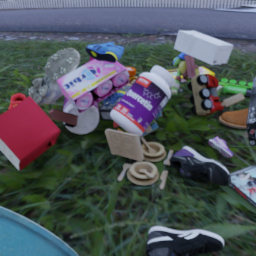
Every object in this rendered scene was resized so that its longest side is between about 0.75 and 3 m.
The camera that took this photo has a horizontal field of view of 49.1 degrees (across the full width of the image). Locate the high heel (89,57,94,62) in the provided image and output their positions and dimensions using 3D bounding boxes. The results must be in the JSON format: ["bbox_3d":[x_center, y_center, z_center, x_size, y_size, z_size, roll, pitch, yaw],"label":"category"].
[{"bbox_3d":[-1.094,-3.579,15.930,2.261,1.085,0.761,8,31,14],"label":"high heel"}]

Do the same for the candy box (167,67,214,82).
[{"bbox_3d":[3.312,-2.974,15.623,2.628,0.347,1.343,-9,33,-15],"label":"candy box"}]

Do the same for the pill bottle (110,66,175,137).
[{"bbox_3d":[0.492,-0.850,8.691,1.195,1.195,2.125,32,83,43],"label":"pill bottle"}]

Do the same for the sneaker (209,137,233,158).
[{"bbox_3d":[3.044,0.589,9.033,0.389,0.354,0.880,-35,52,-15],"label":"sneaker"}]

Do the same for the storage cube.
[{"bbox_3d":[-3.029,0.194,8.147,1.546,1.322,1.390,47,61,0],"label":"storage cube"}]

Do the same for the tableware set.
[{"bbox_3d":[0.596,0.972,8.619,1.366,0.414,2.066,8,31,14],"label":"tableware set"}]

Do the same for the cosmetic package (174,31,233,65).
[{"bbox_3d":[2.517,-2.729,9.461,0.949,0.683,1.682,-17,40,-41],"label":"cosmetic package"}]

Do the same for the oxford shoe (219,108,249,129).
[{"bbox_3d":[4.956,-0.619,10.814,2.970,1.058,1.059,-6,32,-7],"label":"oxford shoe"}]

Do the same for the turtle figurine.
[{"bbox_3d":[2.896,-1.959,13.210,2.552,2.632,1.894,46,26,26],"label":"turtle figurine"}]

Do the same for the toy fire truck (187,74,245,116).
[{"bbox_3d":[3.610,-1.394,11.529,1.843,1.623,1.186,-1,-13,-23],"label":"toy fire truck"}]

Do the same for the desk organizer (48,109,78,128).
[{"bbox_3d":[-2.158,-0.309,9.303,0.939,0.361,0.337,17,-24,-35],"label":"desk organizer"}]

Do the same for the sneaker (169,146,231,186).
[{"bbox_3d":[1.972,1.253,8.000,0.839,0.726,1.917,-26,30,-25],"label":"sneaker"}]

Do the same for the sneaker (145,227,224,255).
[{"bbox_3d":[1.140,2.585,5.731,1.575,0.576,0.881,0,32,16],"label":"sneaker"}]

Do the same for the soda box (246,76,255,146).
[{"bbox_3d":[3.216,-0.456,6.555,0.614,0.686,1.938,-2,40,33],"label":"soda box"}]

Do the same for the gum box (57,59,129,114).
[{"bbox_3d":[-1.086,-1.530,9.204,2.096,0.693,1.190,-34,54,-15],"label":"gum box"}]

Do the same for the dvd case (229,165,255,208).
[{"bbox_3d":[3.650,1.698,7.583,1.265,0.191,1.734,-13,31,-21],"label":"dvd case"}]

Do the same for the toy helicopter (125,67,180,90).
[{"bbox_3d":[1.027,-1.952,13.116,2.960,1.167,1.957,2,28,-9],"label":"toy helicopter"}]

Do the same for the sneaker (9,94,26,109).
[{"bbox_3d":[-3.914,-0.327,10.018,1.103,1.216,2.865,-11,36,-20],"label":"sneaker"}]

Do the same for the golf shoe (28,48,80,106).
[{"bbox_3d":[-2.486,-1.828,10.268,1.263,2.597,1.017,5,50,-57],"label":"golf shoe"}]

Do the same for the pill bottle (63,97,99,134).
[{"bbox_3d":[-1.853,-0.849,10.922,1.306,1.306,2.326,-5,31,-9],"label":"pill bottle"}]

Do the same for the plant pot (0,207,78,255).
[{"bbox_3d":[-2.288,2.711,3.580,2.759,2.759,2.592,7,45,13],"label":"plant pot"}]

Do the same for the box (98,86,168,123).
[{"bbox_3d":[0.259,-0.944,10.562,2.239,0.571,1.765,4,41,28],"label":"box"}]

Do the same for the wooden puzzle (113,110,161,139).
[{"bbox_3d":[0.317,-0.171,9.336,1.735,0.122,1.029,-32,66,12],"label":"wooden puzzle"}]

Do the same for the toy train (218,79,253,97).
[{"bbox_3d":[4.791,-2.010,13.752,2.815,0.587,0.794,14,42,22],"label":"toy train"}]

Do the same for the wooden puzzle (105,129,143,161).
[{"bbox_3d":[-0.085,0.476,8.363,1.083,1.003,0.251,8,42,28],"label":"wooden puzzle"}]

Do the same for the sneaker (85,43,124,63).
[{"bbox_3d":[-0.734,-2.423,8.790,1.425,0.470,0.559,20,66,36],"label":"sneaker"}]

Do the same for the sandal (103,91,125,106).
[{"bbox_3d":[-0.510,-1.022,9.671,1.092,0.476,0.434,-6,-8,42],"label":"sandal"}]
